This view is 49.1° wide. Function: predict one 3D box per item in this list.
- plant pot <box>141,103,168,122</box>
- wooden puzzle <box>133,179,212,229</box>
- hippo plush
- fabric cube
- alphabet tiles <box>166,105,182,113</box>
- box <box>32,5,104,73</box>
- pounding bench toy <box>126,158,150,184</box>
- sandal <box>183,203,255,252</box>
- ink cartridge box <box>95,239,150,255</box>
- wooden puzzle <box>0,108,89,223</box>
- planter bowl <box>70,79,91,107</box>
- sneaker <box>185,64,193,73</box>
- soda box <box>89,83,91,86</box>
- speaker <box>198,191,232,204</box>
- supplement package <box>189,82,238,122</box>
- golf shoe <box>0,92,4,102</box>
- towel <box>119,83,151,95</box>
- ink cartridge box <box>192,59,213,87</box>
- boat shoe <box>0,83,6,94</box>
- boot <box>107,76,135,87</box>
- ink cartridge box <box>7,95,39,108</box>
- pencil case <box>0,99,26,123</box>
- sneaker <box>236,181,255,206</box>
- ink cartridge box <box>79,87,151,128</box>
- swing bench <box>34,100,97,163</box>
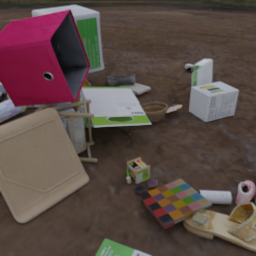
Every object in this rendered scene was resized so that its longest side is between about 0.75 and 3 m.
[{"bbox_3d":[0.995,-0.575,11.075,1.156,0.534,1.156,-6,23,2],"label":"plant pot"},{"bbox_3d":[1.137,1.850,7.087,1.328,0.157,2.240,-17,22,-18],"label":"wooden puzzle"},{"bbox_3d":[-2.352,-0.691,9.948,2.428,1.952,1.934,-20,36,-30],"label":"hippo plush"},{"bbox_3d":[-2.597,-2.066,8.478,2.067,2.035,2.074,-3,43,13],"label":"fabric cube"},{"bbox_3d":[1.854,-0.774,11.604,0.753,0.055,0.737,-18,13,24],"label":"alphabet tiles"},{"bbox_3d":[-2.765,-4.044,12.980,2.282,2.651,2.665,-20,36,-26],"label":"box"},{"bbox_3d":[0.161,1.260,8.108,0.751,0.467,0.586,-17,32,-25],"label":"pounding bench toy"},{"bbox_3d":[2.606,2.095,6.325,2.626,0.864,0.963,7,31,10],"label":"sandal"},{"bbox_3d":[0.431,3.175,4.244,2.668,1.120,1.932,12,33,19],"label":"ink cartridge box"},{"bbox_3d":[-2.442,0.886,7.444,2.245,2.427,0.452,-29,4,-40],"label":"wooden puzzle"},{"bbox_3d":[-2.496,-1.443,12.063,1.799,0.749,1.799,12,64,-26],"label":"planter bowl"},{"bbox_3d":[3.868,-3.357,15.995,1.262,0.467,0.500,2,40,16],"label":"sneaker"},{"bbox_3d":[-2.323,-1.825,13.380,0.385,0.407,1.201,21,37,31],"label":"soda box"},{"bbox_3d":[2.258,1.817,7.327,0.810,0.329,0.329,1,31,3],"label":"speaker"},{"bbox_3d":[3.452,-1.092,11.418,1.489,1.122,1.130,-13,32,-21],"label":"supplement package"},{"bbox_3d":[-5.918,-1.433,12.836,0.367,0.302,0.776,-2,30,-3],"label":"golf shoe"},{"bbox_3d":[0.301,-1.905,13.668,1.375,0.237,0.911,23,39,39],"label":"towel"},{"bbox_3d":[3.143,-2.035,12.558,0.526,1.595,2.192,16,34,37],"label":"ink cartridge box"},{"bbox_3d":[-5.676,-2.091,13.615,2.121,0.742,0.703,-25,40,-23],"label":"boat shoe"},{"bbox_3d":[-0.346,-2.419,14.068,1.347,0.489,1.224,-17,34,1],"label":"boot"},{"bbox_3d":[-4.173,-1.561,12.516,2.003,0.830,1.460,-3,31,-4],"label":"ink cartridge box"},{"bbox_3d":[-4.884,-0.654,11.084,0.786,0.721,1.734,-4,25,36],"label":"pencil case"},{"bbox_3d":[3.185,1.612,7.468,0.396,0.549,1.051,18,34,31],"label":"sneaker"},{"bbox_3d":[-0.592,-0.463,10.308,2.040,1.046,2.761,-2,35,-17],"label":"ink cartridge box"},{"bbox_3d":[-1.928,0.178,8.704,1.754,1.744,1.138,-6,31,-10],"label":"swing bench"}]
